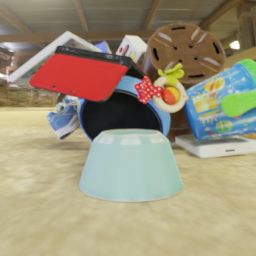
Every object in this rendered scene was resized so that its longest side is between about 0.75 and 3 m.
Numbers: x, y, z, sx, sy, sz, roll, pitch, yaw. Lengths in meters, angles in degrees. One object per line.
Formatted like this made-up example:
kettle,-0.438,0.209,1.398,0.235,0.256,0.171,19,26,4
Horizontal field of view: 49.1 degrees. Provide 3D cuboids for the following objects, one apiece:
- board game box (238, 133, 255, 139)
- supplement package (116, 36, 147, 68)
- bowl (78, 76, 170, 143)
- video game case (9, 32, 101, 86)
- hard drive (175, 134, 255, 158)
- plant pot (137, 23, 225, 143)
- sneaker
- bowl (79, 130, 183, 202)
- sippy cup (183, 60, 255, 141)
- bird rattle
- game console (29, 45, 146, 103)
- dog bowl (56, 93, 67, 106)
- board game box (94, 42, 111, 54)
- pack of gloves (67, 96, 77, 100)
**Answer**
board game box,5.047,0.213,9.260,1.341,0.421,2.808,-4,4,-27
supplement package,0.157,-2.186,8.470,0.614,0.835,0.799,-16,58,-48
bowl,-0.119,-0.140,5.703,1.910,1.910,0.375,2,39,17
video game case,-1.752,-1.593,7.139,1.877,0.207,1.711,-31,-9,18
hard drive,2.164,0.389,7.231,1.393,0.282,2.111,-6,6,-4
plant pot,1.360,-1.291,8.041,2.649,2.649,2.623,0,-27,-4
sneaker,-1.512,-0.568,8.034,0.799,0.813,2.112,-30,18,35
bowl,0.035,0.457,4.160,1.543,0.807,1.543,-1,5,0
sippy cup,2.037,-0.457,6.040,1.550,1.661,2.115,-18,-35,6
bird rattle,0.582,-0.580,4.398,0.911,0.743,0.513,-39,3,-33
game console,-0.729,-0.959,5.530,1.725,1.024,1.486,16,-2,23
dog bowl,-2.136,-1.339,13.334,2.579,2.579,0.756,-2,44,-18
board game box,-1.254,-1.811,11.506,2.051,2.573,1.246,-22,45,6
pack of gloves,-0.974,-1.385,9.113,2.196,1.845,0.433,1,-25,14
